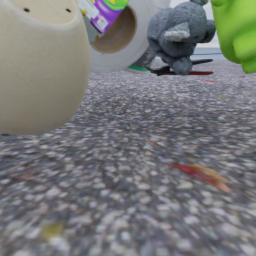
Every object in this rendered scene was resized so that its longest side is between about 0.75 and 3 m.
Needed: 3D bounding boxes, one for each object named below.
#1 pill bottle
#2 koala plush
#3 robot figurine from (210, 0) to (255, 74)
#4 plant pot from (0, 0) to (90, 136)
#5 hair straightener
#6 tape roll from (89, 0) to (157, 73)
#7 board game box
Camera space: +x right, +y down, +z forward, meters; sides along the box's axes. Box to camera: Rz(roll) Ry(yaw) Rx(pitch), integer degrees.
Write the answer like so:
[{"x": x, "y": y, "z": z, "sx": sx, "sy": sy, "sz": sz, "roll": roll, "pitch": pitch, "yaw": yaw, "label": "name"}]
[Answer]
[{"x": 0.541, "y": -3.781, "z": 11.048, "sx": 1.671, "sy": 2.955, "sz": 1.671, "roll": 13, "pitch": 30, "yaw": -8, "label": "pill bottle"}, {"x": 1.311, "y": -2.435, "z": 6.815, "sx": 1.690, "sy": 1.631, "sz": 1.839, "roll": 34, "pitch": -1, "yaw": -2, "label": "koala plush"}, {"x": 2.729, "y": -2.516, "z": 6.294, "sx": 1.501, "sy": 2.595, "sz": 2.277, "roll": -19, "pitch": -32, "yaw": 31, "label": "robot figurine"}, {"x": -1.305, "y": -1.116, "z": 3.636, "sx": 2.024, "sy": 1.359, "sz": 2.024, "roll": 20, "pitch": 47, "yaw": -23, "label": "plant pot"}, {"x": 1.481, "y": -1.917, "z": 8.101, "sx": 2.113, "sy": 0.813, "sz": 0.432, "roll": -4, "pitch": 9, "yaw": -11, "label": "hair straightener"}, {"x": -0.844, "y": -3.503, "z": 8.771, "sx": 2.996, "sy": 2.996, "sz": 2.057, "roll": -8, "pitch": 43, "yaw": -24, "label": "tape roll"}, {"x": -0.580, "y": -2.612, "z": 5.042, "sx": 1.186, "sy": 1.165, "sz": 2.261, "roll": -8, "pitch": 46, "yaw": 53, "label": "board game box"}]
